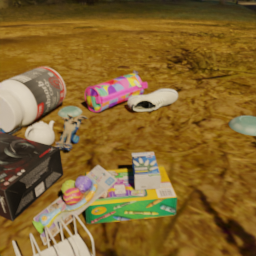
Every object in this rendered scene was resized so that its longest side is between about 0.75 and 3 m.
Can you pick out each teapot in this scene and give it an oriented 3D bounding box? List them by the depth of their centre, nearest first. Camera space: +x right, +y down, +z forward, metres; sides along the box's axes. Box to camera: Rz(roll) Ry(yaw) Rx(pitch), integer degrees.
[{"bbox_3d":[-2.818,0.142,8.986,0.931,0.689,0.943,1,20,-21],"label":"teapot"}]

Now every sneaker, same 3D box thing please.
[{"bbox_3d":[1.071,-1.026,11.509,2.143,0.782,0.758,-14,35,-6],"label":"sneaker"}]

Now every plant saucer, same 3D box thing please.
[{"bbox_3d":[4.432,-0.161,10.207,1.439,0.277,1.439,0,28,0],"label":"plant saucer"},{"bbox_3d":[-2.362,-0.694,11.354,0.973,0.187,0.973,0,28,0],"label":"plant saucer"}]

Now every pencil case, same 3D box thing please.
[{"bbox_3d":[-0.510,-1.552,11.975,1.224,1.224,2.770,24,38,39],"label":"pencil case"}]

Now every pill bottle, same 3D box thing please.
[{"bbox_3d":[-3.790,-1.093,10.417,1.735,1.735,2.995,9,29,17],"label":"pill bottle"}]

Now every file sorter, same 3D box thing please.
[{"bbox_3d":[-1.288,2.217,4.967,1.234,0.768,0.856,-17,32,-31],"label":"file sorter"}]

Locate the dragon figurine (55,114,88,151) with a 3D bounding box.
[{"bbox_3d":[-1.865,0.125,9.139,0.589,0.995,2.002,15,13,0],"label":"dragon figurine"}]

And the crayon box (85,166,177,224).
[{"bbox_3d":[0.009,1.517,6.536,1.990,0.580,1.182,-4,27,-7],"label":"crayon box"}]

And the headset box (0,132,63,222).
[{"bbox_3d":[-3.223,1.037,7.064,2.485,0.960,1.849,13,31,23],"label":"headset box"}]

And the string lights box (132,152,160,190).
[{"bbox_3d":[0.396,0.982,6.545,0.567,0.325,1.103,-3,24,-2],"label":"string lights box"}]

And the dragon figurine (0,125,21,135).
[{"bbox_3d":[-4.111,0.385,8.899,1.561,0.459,0.776,-15,32,-20],"label":"dragon figurine"}]

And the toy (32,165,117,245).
[{"bbox_3d":[-1.232,1.442,5.937,1.858,0.439,1.070,-42,28,-15],"label":"toy"}]
